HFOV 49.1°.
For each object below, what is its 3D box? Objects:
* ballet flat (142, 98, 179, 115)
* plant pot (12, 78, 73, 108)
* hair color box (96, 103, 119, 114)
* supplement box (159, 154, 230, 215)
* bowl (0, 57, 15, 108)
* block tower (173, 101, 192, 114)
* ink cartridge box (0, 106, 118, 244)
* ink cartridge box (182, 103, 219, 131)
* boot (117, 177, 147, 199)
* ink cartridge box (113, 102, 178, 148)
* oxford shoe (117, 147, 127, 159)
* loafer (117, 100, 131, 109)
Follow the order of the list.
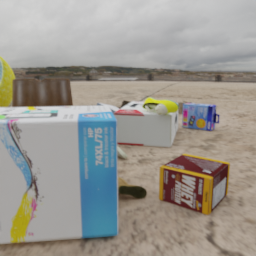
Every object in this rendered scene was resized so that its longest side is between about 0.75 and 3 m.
[{"bbox_3d":[1.023,-0.681,9.441,0.514,0.512,1.534,-37,31,-23],"label":"ballet flat"},{"bbox_3d":[-2.723,-0.430,9.038,2.331,2.308,2.331,-1,8,0],"label":"plant pot"},{"bbox_3d":[-0.622,-0.532,12.029,1.032,0.632,2.084,26,8,14],"label":"hair color box"},{"bbox_3d":[1.407,1.128,5.940,1.106,0.745,1.122,9,16,36],"label":"supplement box"},{"bbox_3d":[-5.742,-1.545,11.862,2.943,2.943,1.584,7,-14,28],"label":"bowl"},{"bbox_3d":[2.506,-1.191,16.373,2.612,0.755,0.705,-5,13,-18],"label":"block tower"},{"bbox_3d":[-1.612,0.675,5.075,2.690,1.964,1.974,-2,11,-8],"label":"ink cartridge box"},{"bbox_3d":[3.248,-0.494,12.364,1.615,1.102,0.617,8,15,30],"label":"ink cartridge box"},{"bbox_3d":[-0.023,1.294,6.239,0.699,0.264,0.798,18,-2,-17],"label":"boot"},{"bbox_3d":[0.822,-0.252,11.028,2.088,1.212,2.894,3,13,14],"label":"ink cartridge box"},{"bbox_3d":[-0.460,0.714,8.765,0.368,0.480,1.276,-47,39,-12],"label":"oxford shoe"},{"bbox_3d":[-0.004,-0.925,13.596,2.542,0.907,0.928,-14,8,-3],"label":"loafer"}]
